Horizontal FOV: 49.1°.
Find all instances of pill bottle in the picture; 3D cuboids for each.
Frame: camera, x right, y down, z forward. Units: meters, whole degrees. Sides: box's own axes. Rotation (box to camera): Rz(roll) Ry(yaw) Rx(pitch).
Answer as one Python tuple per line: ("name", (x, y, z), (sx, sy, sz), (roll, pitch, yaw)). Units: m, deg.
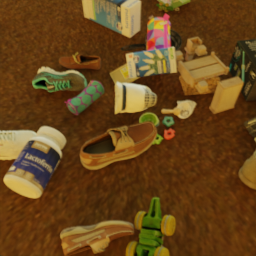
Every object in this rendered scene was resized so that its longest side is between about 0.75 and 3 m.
("pill bottle", (-2.614, 0.957, 8.118), (1.096, 1.096, 1.895), (14, 55, 11))

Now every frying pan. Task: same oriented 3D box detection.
("frying pan", (1.122, -3.385, 11.786), (2.557, 0.416, 1.547), (-37, 67, -19))

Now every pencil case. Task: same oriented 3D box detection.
("pencil case", (-1.499, -1.069, 9.761), (1.357, 0.627, 0.577), (-45, 22, -20))
("pencil case", (1.205, -3.284, 11.025), (1.026, 1.026, 2.321), (2, 70, 1))

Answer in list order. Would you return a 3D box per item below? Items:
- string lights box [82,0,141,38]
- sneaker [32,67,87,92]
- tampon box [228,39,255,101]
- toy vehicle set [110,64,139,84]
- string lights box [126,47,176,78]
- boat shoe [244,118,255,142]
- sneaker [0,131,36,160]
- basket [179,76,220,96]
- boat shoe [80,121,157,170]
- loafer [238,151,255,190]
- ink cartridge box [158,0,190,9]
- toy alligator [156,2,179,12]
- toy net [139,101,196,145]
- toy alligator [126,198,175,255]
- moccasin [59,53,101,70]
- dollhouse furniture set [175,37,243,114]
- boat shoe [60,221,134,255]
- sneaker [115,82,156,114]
("string lights box", (-0.793, -5.318, 12.602), (2.789, 1.433, 0.822), (32, 59, 22))
("sneaker", (-2.530, -1.590, 10.150), (2.099, 0.814, 0.957), (8, 40, 17))
("tampon box", (4.708, -2.139, 10.251), (1.166, 1.384, 1.847), (-7, 54, -6))
("toy vehicle set", (-0.045, -2.054, 10.649), (1.169, 0.155, 0.726), (-28, 66, 5))
("string lights box", (0.835, -2.311, 9.958), (1.692, 0.870, 0.499), (-6, 15, 11))
("boat shoe", (4.874, -0.454, 9.288), (2.384, 0.856, 0.806), (-30, 69, -19))
("sneaker", (-3.967, 0.454, 8.629), (2.246, 0.904, 0.858), (-13, 52, -11))
("basket", (2.622, -1.860, 10.351), (1.264, 0.902, 0.941), (-5, 54, -4))
("boat shoe", (-0.266, 0.451, 8.442), (2.547, 0.915, 0.965), (-27, 61, -10))
("loafer", (4.508, 0.711, 8.289), (2.983, 1.006, 1.134), (-35, 60, -28))
("ink cartridge box", (2.319, -6.728, 14.089), (1.308, 0.747, 2.519), (-30, 59, -21))
("toy alligator", (1.898, -5.844, 13.659), (1.147, 0.380, 0.276), (15, 55, 12))
("toy net", (1.456, -0.339, 9.340), (2.115, 0.408, 1.110), (-30, 56, -9))
("toy alligator", (0.478, 3.162, 6.747), (0.974, 0.706, 2.937), (-1, 55, 32))
("moccasin", (-1.910, -2.664, 11.110), (1.670, 0.644, 0.611), (8, 55, 6))
("dollhouse furniture set", (2.584, -1.904, 10.194), (1.461, 1.248, 2.819), (-17, 54, -13))
("boat shoe", (-0.754, 2.803, 7.044), (1.881, 0.712, 0.675), (-11, 57, 3))
("sneaker", (0.127, -0.913, 8.758), (1.120, 1.063, 2.782), (-2, 11, -4))
